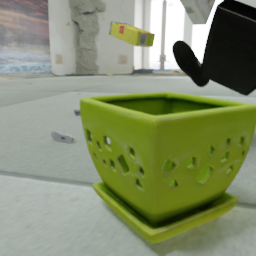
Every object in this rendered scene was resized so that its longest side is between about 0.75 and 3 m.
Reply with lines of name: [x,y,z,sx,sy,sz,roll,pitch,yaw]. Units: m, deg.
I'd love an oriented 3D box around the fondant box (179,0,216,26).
fondant box: [1.791,-3.315,6.790,0.380,1.306,0.942,16,-12,40]

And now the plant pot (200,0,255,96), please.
plant pot: [3.316,-2.310,8.177,2.250,2.001,2.256,27,38,10]

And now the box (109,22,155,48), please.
box: [0.091,-3.239,9.686,0.741,0.493,1.968,-5,30,-29]

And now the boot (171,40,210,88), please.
boot: [2.285,-2.681,11.047,0.775,2.147,1.622,-37,26,17]

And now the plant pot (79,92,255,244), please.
plant pot: [0.567,0.485,4.654,2.133,1.936,2.123,-9,16,-32]

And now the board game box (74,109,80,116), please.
board game box: [-1.967,-0.751,13.161,1.067,0.185,0.723,-4,15,-16]

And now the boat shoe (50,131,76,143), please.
boat shoe: [-2.050,0.272,8.867,0.872,0.314,0.287,7,10,26]
